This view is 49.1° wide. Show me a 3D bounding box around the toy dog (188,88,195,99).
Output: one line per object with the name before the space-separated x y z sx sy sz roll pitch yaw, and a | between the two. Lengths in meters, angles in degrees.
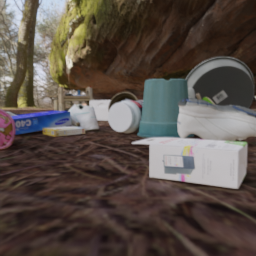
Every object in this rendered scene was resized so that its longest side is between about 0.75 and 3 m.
toy dog | 1.857 -0.531 8.829 0.701 0.960 1.455 -2 50 -13

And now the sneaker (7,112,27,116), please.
sneaker | -4.556 -0.346 11.522 1.626 0.575 0.806 5 3 -2

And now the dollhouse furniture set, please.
dollhouse furniture set | -3.664 -1.675 18.359 1.971 1.960 2.797 -2 5 -23

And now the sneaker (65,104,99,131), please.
sneaker | -1.802 -0.388 9.925 0.786 0.896 2.235 -7 7 -44

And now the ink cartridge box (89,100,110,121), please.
ink cartridge box | -0.569 -0.957 15.171 1.912 1.080 2.610 3 6 36

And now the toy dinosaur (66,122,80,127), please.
toy dinosaur | -1.916 0.005 9.123 0.451 0.243 1.024 -11 -1 -36

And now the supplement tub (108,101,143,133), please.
supplement tub | 0.137 -0.349 8.712 0.989 0.989 1.410 3 5 33

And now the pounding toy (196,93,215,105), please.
pounding toy | 2.168 -0.232 8.007 0.721 1.199 1.553 -31 16 6

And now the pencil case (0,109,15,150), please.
pencil case | -3.030 -0.049 6.039 0.892 0.854 2.063 2 4 -34

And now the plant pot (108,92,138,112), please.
plant pot | -0.015 -0.754 12.553 1.414 1.414 1.227 2 -11 20

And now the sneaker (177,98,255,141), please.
sneaker | 2.039 -0.044 5.968 2.102 0.915 0.783 11 17 5

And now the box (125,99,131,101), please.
box | 0.506 -0.511 10.155 1.589 0.327 1.239 12 -19 -12

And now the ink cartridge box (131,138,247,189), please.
ink cartridge box | 0.750 0.384 3.490 1.282 0.432 0.751 3 6 29

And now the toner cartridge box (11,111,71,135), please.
toner cartridge box | -2.936 -0.167 8.548 2.163 0.467 1.028 -12 13 -42

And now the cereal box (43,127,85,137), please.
cereal box | -1.869 0.096 8.176 1.001 0.198 0.720 -4 7 -43

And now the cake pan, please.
cake pan | 3.498 -1.259 10.776 2.852 2.852 0.523 0 29 -1

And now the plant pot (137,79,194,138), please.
plant pot | 1.060 -0.555 7.873 1.595 1.562 1.595 1 5 0
